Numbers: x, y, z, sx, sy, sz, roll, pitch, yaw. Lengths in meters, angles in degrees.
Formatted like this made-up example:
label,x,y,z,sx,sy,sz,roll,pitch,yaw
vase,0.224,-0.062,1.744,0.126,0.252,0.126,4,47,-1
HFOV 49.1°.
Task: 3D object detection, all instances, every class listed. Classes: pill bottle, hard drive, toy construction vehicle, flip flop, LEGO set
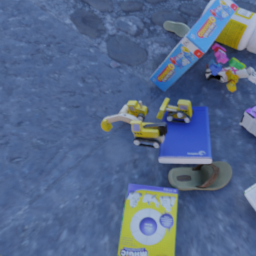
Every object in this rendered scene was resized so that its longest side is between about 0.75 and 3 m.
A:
label,x,y,z,sx,sy,sz,roll,pitch,yaw
pill bottle,4.492,-4.243,11.848,2.681,1.532,1.532,30,62,18
hard drive,1.875,0.168,9.233,1.559,0.300,2.363,-1,43,13
toy construction vehicle,0.659,-0.405,9.018,2.504,0.882,2.180,8,37,24
flip flop,2.267,1.411,8.500,2.215,0.638,0.898,0,59,-19
LEGO set,3.723,-1.917,10.099,2.287,0.872,0.939,25,51,-19

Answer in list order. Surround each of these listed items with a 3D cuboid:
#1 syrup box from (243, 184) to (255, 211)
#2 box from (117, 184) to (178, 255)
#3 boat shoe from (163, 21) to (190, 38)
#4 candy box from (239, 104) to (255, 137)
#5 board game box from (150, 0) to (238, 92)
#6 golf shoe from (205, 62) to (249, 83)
label,x,y,z,sx,sy,sz,roll,pitch,yaw
syrup box,4.414,1.546,7.713,2.262,0.891,0.921,-38,71,12
box,0.538,2.894,7.662,1.505,0.621,2.566,5,60,7
boat shoe,2.238,-4.398,12.476,1.451,0.541,0.452,34,24,33
candy box,5.238,-0.099,9.448,1.749,0.746,2.085,-29,55,-20
board game box,2.332,-3.048,10.280,0.795,2.784,2.843,40,62,-3
golf shoe,3.896,-2.081,11.045,1.690,0.614,0.778,7,71,10
